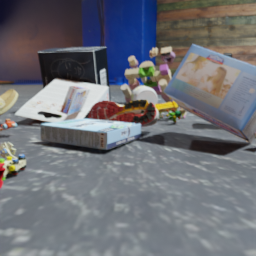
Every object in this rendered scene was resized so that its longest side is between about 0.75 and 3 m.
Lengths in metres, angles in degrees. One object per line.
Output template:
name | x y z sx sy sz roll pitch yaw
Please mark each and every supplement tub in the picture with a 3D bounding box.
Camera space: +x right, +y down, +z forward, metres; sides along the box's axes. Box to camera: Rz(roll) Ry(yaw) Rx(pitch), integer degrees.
supplement tub | 0.719 -1.307 12.587 1.081 1.081 1.491 -1 12 -5

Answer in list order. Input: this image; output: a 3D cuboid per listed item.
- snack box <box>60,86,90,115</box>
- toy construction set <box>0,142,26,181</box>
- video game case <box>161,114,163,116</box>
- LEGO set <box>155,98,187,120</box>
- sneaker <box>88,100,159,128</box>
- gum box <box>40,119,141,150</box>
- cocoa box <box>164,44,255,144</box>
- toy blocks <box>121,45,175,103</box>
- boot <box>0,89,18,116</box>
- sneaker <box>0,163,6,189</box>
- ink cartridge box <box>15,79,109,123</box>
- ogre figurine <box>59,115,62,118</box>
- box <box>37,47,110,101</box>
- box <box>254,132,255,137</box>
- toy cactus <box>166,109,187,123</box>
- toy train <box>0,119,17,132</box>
snack box | -1.525 -0.851 8.365 0.256 0.758 2.109 23 8 -2
toy construction set | -2.108 0.595 4.749 0.612 0.430 0.933 0 22 1
video game case | 0.490 -0.567 11.205 1.499 0.172 1.366 -2 11 -9
LEGO set | 1.602 -0.730 10.431 2.357 0.877 1.084 -35 47 -25
sneaker | -0.166 -0.277 8.149 2.230 0.868 0.916 2 -12 24
gum box | -0.891 0.094 6.977 1.912 0.426 1.624 7 10 28
cocoa box | 2.246 -0.822 6.741 2.134 1.423 1.400 34 6 35
toy blocks | 1.353 -2.531 15.759 2.733 2.925 2.462 -4 -33 22
boot | -4.295 -0.958 8.414 0.637 1.361 1.751 9 48 38
sneaker | -2.403 0.660 4.115 1.013 0.687 1.754 3 20 -33
ink cartridge box | -2.236 -0.789 10.222 2.348 0.726 2.895 11 39 13
ogre figurine | -2.034 -0.397 9.698 0.585 0.479 0.976 14 17 -34
box | -2.262 -2.135 12.211 2.542 2.586 1.602 3 22 15
box | 3.255 -0.191 6.130 0.239 1.151 0.223 47 3 30
toy cactus | 1.647 -0.496 9.304 0.701 0.434 0.850 -30 -26 20
toy train | -3.567 -0.038 7.309 0.851 0.315 1.133 -17 -2 34
